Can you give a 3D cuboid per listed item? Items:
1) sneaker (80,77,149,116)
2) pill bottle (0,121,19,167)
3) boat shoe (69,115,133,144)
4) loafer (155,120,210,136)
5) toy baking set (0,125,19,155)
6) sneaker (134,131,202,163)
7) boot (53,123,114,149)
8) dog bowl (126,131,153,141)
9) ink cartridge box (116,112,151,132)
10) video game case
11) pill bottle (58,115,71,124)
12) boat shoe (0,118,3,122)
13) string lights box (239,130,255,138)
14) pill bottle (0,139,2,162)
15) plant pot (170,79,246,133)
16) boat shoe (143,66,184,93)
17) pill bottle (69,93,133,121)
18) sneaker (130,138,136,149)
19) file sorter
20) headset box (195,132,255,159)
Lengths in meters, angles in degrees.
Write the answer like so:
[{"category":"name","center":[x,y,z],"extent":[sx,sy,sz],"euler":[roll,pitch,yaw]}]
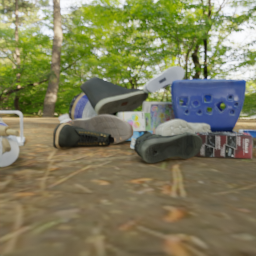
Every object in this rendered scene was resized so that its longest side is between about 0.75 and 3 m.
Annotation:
[{"category":"sneaker","center":[-0.464,-1.483,11.424],"extent":[2.853,1.515,1.067],"euler":[-13,-33,-44]},{"category":"pill bottle","center":[-3.016,0.348,6.455],"extent":[0.842,0.842,1.456],"euler":[-2,13,-33]},{"category":"boat shoe","center":[-0.973,0.030,10.642],"extent":[2.908,1.101,1.044],"euler":[4,4,34]},{"category":"loafer","center":[1.596,0.253,8.585],"extent":[0.972,0.974,2.784],"euler":[-7,-8,39]},{"category":"toy baking set","center":[-3.038,0.363,5.459],"extent":[1.814,0.211,1.393],"euler":[10,41,35]},{"category":"sneaker","center":[0.914,0.377,6.835],"extent":[1.769,0.676,1.014],"euler":[-8,18,-25]},{"category":"boot","center":[-1.355,0.296,8.924],"extent":[1.458,0.816,2.107],"euler":[7,7,11]},{"category":"dog bowl","center":[0.361,0.316,11.158],"extent":[1.403,0.348,0.782],"euler":[-3,-2,-31]},{"category":"ink cartridge box","center":[0.272,-0.233,10.988],"extent":[1.441,0.748,0.427],"euler":[-2,-2,-15]},{"category":"video game case","center":[1.569,-0.336,12.278],"extent":[2.216,1.586,0.200],"euler":[-2,17,-26]},{"category":"pill bottle","center":[-2.633,-0.068,12.158],"extent":[0.524,0.957,0.524],"euler":[-24,-4,-2]},{"category":"boat shoe","center":[-6.955,0.031,12.450],"extent":[2.672,0.836,0.951],"euler":[-4,7,-33]},{"category":"string lights box","center":[5.648,0.265,12.833],"extent":[1.045,0.308,0.537],"euler":[2,4,27]},{"category":"pill bottle","center":[-2.712,0.374,3.316],"extent":[1.232,1.232,2.255],"euler":[1,4,14]},{"category":"plant pot","center":[2.910,-0.607,10.815],"extent":[2.549,2.292,2.550],"euler":[1,4,8]},{"category":"boat shoe","center":[1.416,-1.981,11.446],"extent":[1.903,0.700,0.622],"euler":[-24,11,-20]},{"category":"pill bottle","center":[-1.123,-0.518,12.629],"extent":[2.831,1.583,1.583],"euler":[18,11,23]},{"category":"sneaker","center":[0.469,0.465,8.460],"extent":[0.857,0.372,0.321],"euler":[4,21,17]},{"category":"file sorter","center":[-4.512,-0.011,10.195],"extent":[1.329,1.192,1.915],"euler":[-2,4,-19]},{"category":"headset box","center":[2.577,0.436,7.525],"extent":[1.566,0.605,1.165],"euler":[2,4,14]}]
